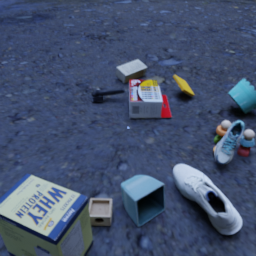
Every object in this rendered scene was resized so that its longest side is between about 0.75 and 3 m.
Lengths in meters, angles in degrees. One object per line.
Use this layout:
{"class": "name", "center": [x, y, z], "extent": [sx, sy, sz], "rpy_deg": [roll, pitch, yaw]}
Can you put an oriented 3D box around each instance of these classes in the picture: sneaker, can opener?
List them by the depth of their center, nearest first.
{"class": "sneaker", "center": [2.185, 1.805, 8.064], "extent": [0.960, 1.123, 2.578], "rpy_deg": [-39, 44, -8]}
{"class": "sneaker", "center": [3.439, 0.462, 9.543], "extent": [0.649, 0.722, 1.672], "rpy_deg": [25, 81, 18]}
{"class": "can opener", "center": [-0.963, -1.639, 13.289], "extent": [1.641, 0.645, 0.520], "rpy_deg": [-11, 10, 3]}

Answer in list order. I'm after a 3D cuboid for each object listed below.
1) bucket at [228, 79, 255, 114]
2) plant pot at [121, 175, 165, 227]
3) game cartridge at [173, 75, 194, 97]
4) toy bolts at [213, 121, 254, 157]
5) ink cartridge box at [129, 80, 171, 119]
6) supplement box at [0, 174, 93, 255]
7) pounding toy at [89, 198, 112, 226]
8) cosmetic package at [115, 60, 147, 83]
{"class": "bucket", "center": [5.128, -1.351, 12.256], "extent": [0.910, 1.399, 1.399], "rpy_deg": [-39, 33, 18]}
{"class": "plant pot", "center": [0.344, 1.971, 8.145], "extent": [1.033, 1.036, 1.055], "rpy_deg": [-23, 34, -28]}
{"class": "game cartridge", "center": [2.685, -2.015, 13.535], "extent": [0.962, 0.177, 1.091], "rpy_deg": [18, 39, -43]}
{"class": "toy bolts", "center": [3.849, 0.454, 10.188], "extent": [1.407, 0.976, 1.344], "rpy_deg": [15, 39, 20]}
{"class": "ink cartridge box", "center": [0.973, -1.350, 12.735], "extent": [1.854, 0.886, 2.112], "rpy_deg": [0, 36, -2]}
{"class": "supplement box", "center": [-1.981, 2.405, 6.763], "extent": [1.837, 1.835, 1.233], "rpy_deg": [15, 38, 20]}
{"class": "pounding toy", "center": [-0.986, 2.478, 7.850], "extent": [1.025, 0.469, 0.900], "rpy_deg": [1, 36, 1]}
{"class": "cosmetic package", "center": [0.164, -3.079, 15.222], "extent": [1.591, 0.566, 0.837], "rpy_deg": [-27, 61, -32]}
